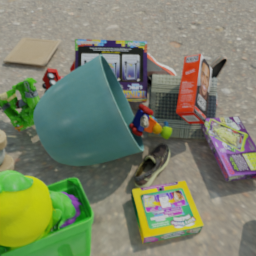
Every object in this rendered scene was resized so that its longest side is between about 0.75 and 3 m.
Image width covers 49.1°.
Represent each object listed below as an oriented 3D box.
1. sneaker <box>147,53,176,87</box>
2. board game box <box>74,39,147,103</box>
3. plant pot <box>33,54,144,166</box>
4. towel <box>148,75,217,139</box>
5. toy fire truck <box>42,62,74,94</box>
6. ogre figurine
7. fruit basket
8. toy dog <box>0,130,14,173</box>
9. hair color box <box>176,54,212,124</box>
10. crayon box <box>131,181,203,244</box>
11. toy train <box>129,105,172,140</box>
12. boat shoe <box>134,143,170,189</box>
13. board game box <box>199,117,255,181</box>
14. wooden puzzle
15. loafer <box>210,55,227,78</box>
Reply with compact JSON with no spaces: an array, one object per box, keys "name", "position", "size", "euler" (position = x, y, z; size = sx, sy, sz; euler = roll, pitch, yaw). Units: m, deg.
[{"name":"sneaker","position":[0.655,-2.191,10.854],"size":[2.486,0.958,1.018],"euler":[31,60,26]},{"name":"board game box","position":[-0.592,-1.969,9.855],"size":[2.538,0.720,2.098],"euler":[1,86,-4]},{"name":"plant pot","position":[-1.167,-0.239,7.832],"size":[2.295,2.860,2.860],"euler":[-23,48,7]},{"name":"towel","position":[1.754,-0.693,9.203],"size":[2.221,0.384,2.139],"euler":[5,83,3]},{"name":"toy fire truck","position":[-2.100,-1.433,10.123],"size":[1.798,0.622,2.550],"euler":[-1,57,-39]},{"name":"ogre figurine","position":[-3.240,-0.636,8.648],"size":[2.215,1.328,1.087],"euler":[-22,12,24]},{"name":"fruit basket","position":[-2.153,1.781,5.698],"size":[2.878,2.878,2.076],"euler":[-18,25,-16]},{"name":"toy dog","position":[-4.392,0.914,7.211],"size":[1.370,1.876,2.844],"euler":[26,19,25]},{"name":"hair color box","position":[2.008,-1.146,8.422],"size":[0.572,0.949,1.869],"euler":[-2,70,37]},{"name":"crayon box","position":[0.946,2.108,7.128],"size":[1.506,0.439,1.300],"euler":[-7,49,-10]},{"name":"toy train","position":[0.758,-0.001,7.970],"size":[1.119,0.818,1.933],"euler":[25,8,-11]},{"name":"boat shoe","position":[0.708,1.001,8.006],"size":[0.603,0.534,1.648],"euler":[12,49,31]},{"name":"board game box","position":[3.043,0.531,8.157],"size":[1.264,0.340,2.107],"euler":[-1,48,-13]},{"name":"wooden puzzle","position":[-4.150,-3.315,12.291],"size":[2.053,0.382,1.899],"euler":[5,47,11]},{"name":"loafer","position":[2.958,-1.891,9.962],"size":[0.555,1.545,0.486],"euler":[31,15,-7]}]
